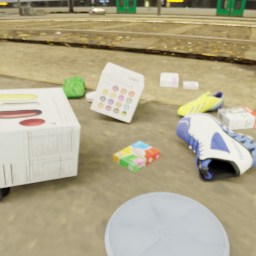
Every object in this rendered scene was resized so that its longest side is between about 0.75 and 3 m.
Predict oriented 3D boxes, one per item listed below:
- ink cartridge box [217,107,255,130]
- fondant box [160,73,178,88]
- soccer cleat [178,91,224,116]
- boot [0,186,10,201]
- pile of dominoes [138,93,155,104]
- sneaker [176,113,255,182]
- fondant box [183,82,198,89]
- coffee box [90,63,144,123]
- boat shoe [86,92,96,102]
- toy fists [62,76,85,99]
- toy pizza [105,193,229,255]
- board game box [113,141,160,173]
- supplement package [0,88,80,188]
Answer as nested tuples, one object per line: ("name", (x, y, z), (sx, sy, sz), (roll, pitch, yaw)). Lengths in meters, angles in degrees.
("ink cartridge box", (4.849, -0.433, 11.571), (1.976, 0.497, 1.076), (-5, 28, -7))
("fondant box", (2.366, -2.749, 16.082), (1.007, 0.406, 1.396), (4, 29, 7))
("soccer cleat", (3.175, -1.067, 12.230), (2.426, 1.015, 0.784), (-14, 31, -24))
("boot", (-3.234, 1.115, 8.263), (1.676, 0.843, 2.241), (-10, 32, -23))
("pile of dominoes", (0.729, -1.550, 14.041), (0.929, 0.190, 1.191), (24, 37, 38))
("sneaker", (2.405, 0.624, 8.495), (1.653, 1.156, 2.862), (-32, 41, -29))
("fondant box", (3.465, -2.356, 15.532), (0.772, 0.225, 0.557), (2, 28, 7))
("coffee box", (-0.420, -1.504, 11.756), (1.710, 1.694, 1.713), (19, 24, -6))
("boat shoe", (-1.103, -1.810, 13.942), (2.142, 0.732, 0.800), (-14, 31, -24))
("toy fists", (-2.810, -2.146, 14.590), (1.112, 0.750, 2.182), (-2, 27, -5))
("toy pizza", (0.824, 2.449, 6.211), (2.665, 0.422, 2.665), (-1, 29, 1))
("board game box", (0.292, 0.931, 9.263), (0.964, 0.254, 1.260), (25, 37, 39))
("supplement package", (-2.724, 0.144, 7.516), (2.308, 1.697, 2.207), (-6, 35, -25))
